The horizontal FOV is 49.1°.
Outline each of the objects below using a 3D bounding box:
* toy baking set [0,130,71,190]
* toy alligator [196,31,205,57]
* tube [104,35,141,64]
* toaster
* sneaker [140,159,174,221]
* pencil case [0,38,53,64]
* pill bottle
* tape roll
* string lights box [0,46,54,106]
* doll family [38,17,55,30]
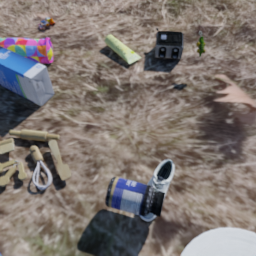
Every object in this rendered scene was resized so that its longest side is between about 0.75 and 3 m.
[{"bbox_3d":[-3.111,0.984,9.104,2.789,0.324,2.140,2,55,2],"label":"toy baking set"},{"bbox_3d":[2.908,-3.347,11.119,0.340,0.247,1.026,-3,93,-20],"label":"toy alligator"},{"bbox_3d":[-0.289,-3.496,12.508,1.865,0.484,0.541,45,102,23],"label":"tube"},{"bbox_3d":[1.797,-3.708,12.423,1.228,0.806,1.358,5,52,4],"label":"toaster"},{"bbox_3d":[0.815,1.742,8.207,0.709,0.687,1.942,18,58,14],"label":"sneaker"},{"bbox_3d":[-4.556,-3.342,11.964,2.646,1.169,1.169,4,52,1],"label":"pencil case"},{"bbox_3d":[0.203,1.896,7.580,1.505,0.842,0.842,12,53,10],"label":"pill bottle"},{"bbox_3d":[2.433,3.914,6.287,3.034,1.061,3.034,0,52,0],"label":"tape roll"},{"bbox_3d":[-4.287,-2.056,10.723,2.798,1.438,0.825,26,56,19],"label":"string lights box"},{"bbox_3d":[-4.025,-5.209,13.847,0.915,0.412,0.568,-36,60,-25],"label":"doll family"}]
